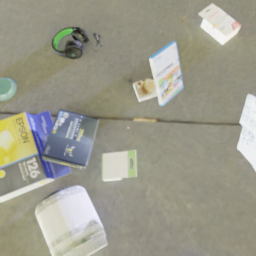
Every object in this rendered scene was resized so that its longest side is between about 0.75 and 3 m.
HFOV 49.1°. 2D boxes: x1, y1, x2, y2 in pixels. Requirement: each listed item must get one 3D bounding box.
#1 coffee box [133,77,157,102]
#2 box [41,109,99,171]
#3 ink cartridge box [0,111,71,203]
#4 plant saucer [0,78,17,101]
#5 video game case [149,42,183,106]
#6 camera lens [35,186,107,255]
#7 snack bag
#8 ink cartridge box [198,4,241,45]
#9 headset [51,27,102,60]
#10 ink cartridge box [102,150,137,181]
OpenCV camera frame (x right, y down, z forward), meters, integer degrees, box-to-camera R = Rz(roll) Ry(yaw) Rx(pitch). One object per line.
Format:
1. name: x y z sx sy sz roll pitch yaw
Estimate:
1. coffee box: 0.882 -1.534 10.671 1.221 0.487 0.698 -20 83 -1
2. box: -2.008 0.398 9.981 1.543 0.499 1.956 16 61 -4
3. ink cartridge box: -3.835 0.875 9.988 2.782 0.654 2.749 -23 70 -7
4. plant saucer: -5.035 -1.604 11.224 1.068 0.192 1.068 0 67 0
5. video game case: 1.238 -1.684 8.802 0.148 1.657 1.186 19 48 41
6. camera lens: -1.742 2.951 8.554 1.654 1.654 2.067 -27 70 -11
7. snack bag: 3.836 0.092 8.623 0.212 1.869 1.982 7 109 0
8. ink cartridge box: 3.901 -4.545 12.228 0.960 0.556 1.648 -38 74 -14
9. headset: -2.149 -3.610 11.565 2.293 1.077 1.416 13 69 17
10. ink cartridge box: -0.283 1.304 9.645 1.291 0.310 0.940 -8 69 18
